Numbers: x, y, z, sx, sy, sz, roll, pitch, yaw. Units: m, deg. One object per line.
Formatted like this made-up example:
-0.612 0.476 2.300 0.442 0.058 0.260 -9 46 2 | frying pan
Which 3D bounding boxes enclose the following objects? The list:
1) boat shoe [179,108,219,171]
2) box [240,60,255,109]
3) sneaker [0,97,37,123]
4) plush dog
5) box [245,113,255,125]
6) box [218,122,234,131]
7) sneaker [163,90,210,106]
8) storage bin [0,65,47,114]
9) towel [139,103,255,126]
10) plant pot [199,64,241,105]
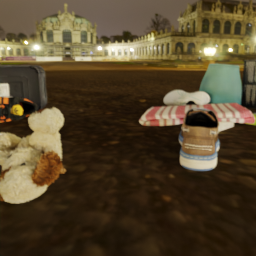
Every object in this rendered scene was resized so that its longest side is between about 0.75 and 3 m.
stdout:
1.532 0.053 5.833 0.876 0.878 2.426 5 16 9 | boat shoe
5.126 -1.666 10.697 0.724 1.837 1.296 -12 18 -36 | box
-3.776 -0.555 8.384 1.070 0.831 2.377 3 12 22 | sneaker
-1.432 0.575 4.065 1.461 1.172 1.254 -26 25 13 | plush dog
4.072 -0.277 8.467 0.659 0.258 1.081 13 19 43 | box
2.441 -0.069 7.618 1.362 0.282 0.263 -14 19 -42 | box
2.108 -1.039 10.759 1.866 0.656 0.748 4 32 39 | sneaker
-4.277 -1.389 10.022 2.444 1.652 1.146 -2 14 -7 | storage bin
1.933 -0.354 8.237 2.995 0.448 2.192 -2 10 13 | towel
3.657 -1.690 11.058 1.714 1.610 1.714 4 13 -1 | plant pot
